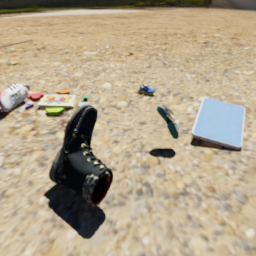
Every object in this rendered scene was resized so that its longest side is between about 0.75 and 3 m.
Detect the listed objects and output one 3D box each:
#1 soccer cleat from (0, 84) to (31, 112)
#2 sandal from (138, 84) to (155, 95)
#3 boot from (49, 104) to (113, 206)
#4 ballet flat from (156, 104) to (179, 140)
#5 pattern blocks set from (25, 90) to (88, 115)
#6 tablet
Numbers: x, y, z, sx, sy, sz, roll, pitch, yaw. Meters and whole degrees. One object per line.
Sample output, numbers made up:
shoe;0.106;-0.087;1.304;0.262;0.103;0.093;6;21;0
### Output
soccer cleat;-4.923;-1.399;12.194;1.029;0.829;2.415;-10;25;-1
sandal;0.870;-1.849;13.387;0.919;0.400;0.365;14;35;27
boot;-0.978;0.659;7.281;1.783;2.361;0.852;22;-2;39
ballet flat;1.435;-0.247;9.332;0.465;0.465;1.294;-22;77;-34
pattern blocks set;-3.119;-1.192;12.411;2.743;0.222;2.411;-5;30;-9
tablet;3.386;-0.254;10.331;1.700;0.178;2.613;16;40;14
